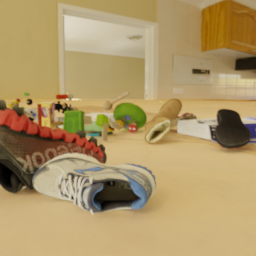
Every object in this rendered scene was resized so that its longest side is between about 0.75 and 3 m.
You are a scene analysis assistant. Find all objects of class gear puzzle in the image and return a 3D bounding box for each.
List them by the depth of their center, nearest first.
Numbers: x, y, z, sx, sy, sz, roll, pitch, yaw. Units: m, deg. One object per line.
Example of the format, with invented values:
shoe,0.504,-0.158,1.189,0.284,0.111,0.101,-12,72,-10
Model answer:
gear puzzle,1.714,-0.245,10.951,1.859,0.243,0.963,-18,-19,28

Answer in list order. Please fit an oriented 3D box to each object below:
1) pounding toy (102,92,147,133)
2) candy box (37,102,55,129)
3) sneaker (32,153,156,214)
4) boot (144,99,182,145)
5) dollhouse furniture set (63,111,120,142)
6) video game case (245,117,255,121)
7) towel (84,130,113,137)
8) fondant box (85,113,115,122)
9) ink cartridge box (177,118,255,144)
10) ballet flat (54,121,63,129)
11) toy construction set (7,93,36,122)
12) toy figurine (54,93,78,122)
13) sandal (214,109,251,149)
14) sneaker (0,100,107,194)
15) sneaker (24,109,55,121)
pounding toy,-0.129,-0.341,10.479,1.333,1.727,0.801,-16,37,34
candy box,-3.421,-0.521,11.756,0.522,1.079,1.849,0,7,-7
sneaker,-0.521,0.778,3.840,1.783,0.687,0.759,1,12,8
boot,1.209,-0.242,9.093,0.650,1.723,1.967,41,6,-2
dollhouse furniture set,-1.178,0.161,9.071,1.259,0.973,2.519,-2,-9,15
video game case,6.365,-0.302,12.871,1.320,0.331,1.456,-1,8,-5
towel,-1.289,0.170,10.185,1.240,0.135,0.909,5,8,31
fondant box,-1.335,-0.412,13.126,1.212,0.489,1.680,1,9,7
ink cartridge box,3.507,0.034,9.603,2.721,0.553,2.726,-3,8,-20
ballet flat,-2.538,-0.110,11.781,1.079,0.370,0.340,-5,33,-10
toy construction set,-4.955,-0.639,12.149,1.564,1.304,1.202,-25,1,14
toy figurine,-3.029,-0.939,13.455,0.871,1.232,1.251,-7,-30,-41
sandal,2.963,0.103,8.166,0.948,0.569,2.525,12,25,12
sneaker,-1.484,0.522,4.795,0.934,1.292,2.644,-10,-24,43
sneaker,-4.603,-0.628,14.233,1.639,0.599,0.917,2,-3,-27
